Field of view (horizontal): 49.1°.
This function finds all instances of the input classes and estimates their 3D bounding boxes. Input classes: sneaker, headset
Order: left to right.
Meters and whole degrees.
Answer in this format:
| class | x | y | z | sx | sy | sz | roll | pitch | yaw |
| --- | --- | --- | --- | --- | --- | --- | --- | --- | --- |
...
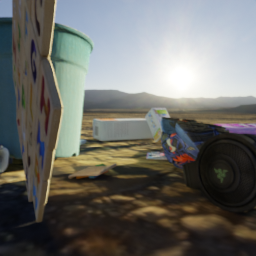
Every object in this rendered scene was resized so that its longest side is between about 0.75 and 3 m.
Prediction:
| class | x | y | z | sx | sy | sz | roll | pitch | yaw |
| --- | --- | --- | --- | --- | --- | --- | --- | --- | --- |
| sneaker | -2.732 | 0.592 | 5.318 | 1.040 | 0.638 | 1.598 | 0 | 4 | -17 |
| sneaker | 1.256 | 0.374 | 5.654 | 0.982 | 1.023 | 2.608 | 5 | 5 | -3 |
| headset | 1.877 | 0.692 | 3.610 | 1.834 | 1.396 | 2.970 | -7 | -9 | -10 |

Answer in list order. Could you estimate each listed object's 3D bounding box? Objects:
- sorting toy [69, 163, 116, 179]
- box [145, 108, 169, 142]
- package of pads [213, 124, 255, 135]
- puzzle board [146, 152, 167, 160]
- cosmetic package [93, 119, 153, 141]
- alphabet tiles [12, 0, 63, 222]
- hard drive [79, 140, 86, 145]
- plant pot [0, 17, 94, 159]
| class | x | y | z | sx | sy | sz | roll | pitch | yaw |
| --- | --- | --- | --- | --- | --- | --- | --- | --- | --- |
| sorting toy | -0.579 | 0.808 | 5.320 | 0.704 | 0.140 | 0.952 | -12 | 1 | 25 |
| box | 1.190 | -0.109 | 10.283 | 0.645 | 1.147 | 0.581 | -2 | -32 | -31 |
| package of pads | 2.888 | 0.341 | 6.958 | 2.288 | 0.866 | 1.379 | 0 | 4 | 5 |
| puzzle board | 0.984 | 0.718 | 7.167 | 1.019 | 0.089 | 0.768 | 0 | 4 | 5 |
| cosmetic package | -0.194 | 0.044 | 11.158 | 2.214 | 0.789 | 1.123 | -1 | 5 | -24 |
| alphabet tiles | -1.125 | -0.468 | 3.112 | 0.093 | 2.443 | 2.936 | -5 | -36 | -25 |
| hard drive | -1.969 | 0.494 | 9.768 | 0.869 | 0.114 | 0.573 | 1 | 5 | 9 |
| plant pot | -2.196 | -0.662 | 6.524 | 2.778 | 2.721 | 2.778 | 0 | -4 | 0 |
